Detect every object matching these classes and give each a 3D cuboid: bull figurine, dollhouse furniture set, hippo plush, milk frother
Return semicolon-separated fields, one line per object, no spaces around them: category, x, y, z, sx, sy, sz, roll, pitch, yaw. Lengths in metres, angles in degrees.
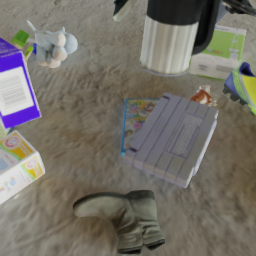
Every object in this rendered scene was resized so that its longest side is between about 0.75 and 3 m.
bull figurine;2.525;-0.959;9.528;0.843;0.452;1.388;34;56;27
dollhouse furniture set;-2.644;-1.762;6.639;0.544;1.088;0.420;29;45;-21
hippo plush;-2.943;-3.290;11.335;1.893;1.508;1.522;26;26;16
milk frother;1.502;-2.276;6.607;2.120;2.210;2.349;-4;40;-11

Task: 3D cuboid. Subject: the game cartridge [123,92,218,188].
game cartridge;1.362;0.216;8.161;1.903;0.563;2.935;24;52;15

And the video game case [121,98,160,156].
video game case;0.694;-0.069;8.876;1.692;0.210;2.364;2;48;2

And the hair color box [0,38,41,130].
hair color box;-2.692;-1.095;5.783;0.787;1.327;2.429;-25;37;-28

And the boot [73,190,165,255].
boot;-0.248;2.223;6.501;2.093;0.709;1.367;-5;54;-3

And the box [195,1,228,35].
box;2.159;-4.177;8.181;1.305;2.186;2.223;27;33;-33

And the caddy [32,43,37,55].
caddy;-3.597;-3.391;11.766;0.620;0.460;0.877;43;57;6

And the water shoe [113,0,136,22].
water shoe;-0.134;-4.470;8.523;0.972;0.880;2.462;23;84;-24

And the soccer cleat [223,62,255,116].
soccer cleat;2.449;-0.537;4.811;0.622;0.805;1.925;13;27;-37

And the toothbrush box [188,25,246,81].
toothbrush box;3.531;-3.037;11.038;1.722;1.018;2.365;15;50;14

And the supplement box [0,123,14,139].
supplement box;-4.502;-0.450;8.182;1.733;1.731;1.163;6;48;6

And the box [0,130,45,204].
box;-3.335;1.137;7.229;1.963;0.995;1.104;-35;58;-28
